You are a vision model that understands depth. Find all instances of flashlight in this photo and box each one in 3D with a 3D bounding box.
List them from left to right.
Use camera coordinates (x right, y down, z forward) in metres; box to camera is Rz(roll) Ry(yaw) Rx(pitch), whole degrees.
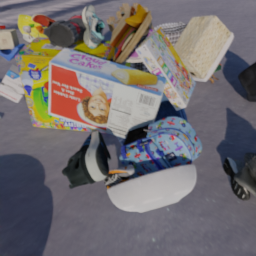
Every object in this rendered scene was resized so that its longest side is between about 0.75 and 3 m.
[{"bbox_3d":[-1.784,-3.167,9.211,0.973,0.976,2.873,-28,21,13],"label":"flashlight"}]

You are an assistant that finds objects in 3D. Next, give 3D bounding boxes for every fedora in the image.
[{"bbox_3d":[5.041,-1.717,10.786,1.226,2.684,2.684,-23,28,28],"label":"fedora"}]

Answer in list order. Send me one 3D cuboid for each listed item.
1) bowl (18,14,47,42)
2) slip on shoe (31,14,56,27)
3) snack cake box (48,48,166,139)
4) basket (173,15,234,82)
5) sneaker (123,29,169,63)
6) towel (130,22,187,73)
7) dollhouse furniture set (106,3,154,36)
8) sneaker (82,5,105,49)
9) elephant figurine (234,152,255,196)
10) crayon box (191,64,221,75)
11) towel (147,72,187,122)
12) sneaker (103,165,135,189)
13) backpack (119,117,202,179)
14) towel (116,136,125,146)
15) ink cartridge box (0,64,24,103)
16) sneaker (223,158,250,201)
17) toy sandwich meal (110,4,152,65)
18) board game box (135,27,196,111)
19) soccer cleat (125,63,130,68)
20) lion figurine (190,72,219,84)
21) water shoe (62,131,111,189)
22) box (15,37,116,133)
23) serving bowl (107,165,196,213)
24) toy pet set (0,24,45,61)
[{"bbox_3d":[-5.410,-5.434,15.937,1.974,1.062,1.974,19,-3,1],"label":"bowl"},{"bbox_3d":[-2.716,-3.490,9.226,0.919,0.340,0.281,6,41,-42],"label":"slip on shoe"},{"bbox_3d":[-0.631,-0.844,7.728,2.971,1.708,0.998,18,41,4],"label":"snack cake box"},{"bbox_3d":[2.802,-3.167,11.091,2.234,1.378,1.514,-58,34,-3],"label":"basket"},{"bbox_3d":[0.541,-2.849,9.726,1.846,1.052,0.669,-9,23,-7],"label":"sneaker"},{"bbox_3d":[1.471,-3.151,12.114,2.825,2.340,1.209,-24,48,-28],"label":"towel"},{"bbox_3d":[0.138,-3.812,10.152,1.350,0.879,1.241,-19,3,-32],"label":"dollhouse furniture set"},{"bbox_3d":[-0.985,-3.176,8.588,0.647,0.581,1.498,-21,68,35],"label":"sneaker"},{"bbox_3d":[3.532,1.236,6.949,1.737,1.905,2.455,-25,48,-19],"label":"elephant figurine"},{"bbox_3d":[3.612,-2.821,13.209,1.291,0.328,0.819,-23,42,-16],"label":"crayon box"},{"bbox_3d":[1.132,-0.795,9.099,1.249,2.238,0.543,-13,-7,5],"label":"towel"},{"bbox_3d":[-0.201,1.149,6.453,0.463,1.182,0.456,-9,80,-34],"label":"sneaker"},{"bbox_3d":[0.866,0.606,6.827,1.707,1.559,1.149,-22,21,28],"label":"backpack"},{"bbox_3d":[0.174,0.281,9.019,1.139,0.185,1.551,-10,45,-27],"label":"towel"},{"bbox_3d":[-4.199,-1.622,10.390,0.854,1.181,0.498,30,33,-27],"label":"ink cartridge box"},{"bbox_3d":[3.088,1.357,7.683,0.571,0.533,1.441,4,37,-3],"label":"sneaker"},{"bbox_3d":[-0.053,-2.854,8.465,0.730,2.132,2.132,34,37,-13],"label":"toy sandwich meal"},{"bbox_3d":[1.198,-1.773,8.356,0.368,2.153,1.447,-22,25,38],"label":"board game box"},{"bbox_3d":[0.294,-3.389,13.439,0.728,0.942,2.253,-3,31,26],"label":"soccer cleat"},{"bbox_3d":[3.248,-2.454,12.294,1.439,0.881,0.521,14,73,25],"label":"lion figurine"},{"bbox_3d":[-1.057,0.719,7.049,1.020,0.924,2.584,-22,7,1],"label":"water shoe"},{"bbox_3d":[-1.882,-1.456,9.557,2.781,2.679,1.697,4,37,7],"label":"box"},{"bbox_3d":[0.625,1.505,6.542,2.148,2.148,0.707,-12,74,-15],"label":"serving bowl"},{"bbox_3d":[-3.575,-2.806,9.123,1.621,0.861,1.514,-2,29,3],"label":"toy pet set"}]
